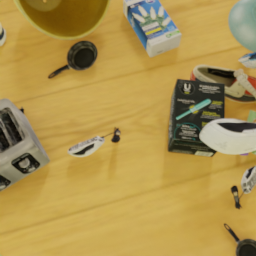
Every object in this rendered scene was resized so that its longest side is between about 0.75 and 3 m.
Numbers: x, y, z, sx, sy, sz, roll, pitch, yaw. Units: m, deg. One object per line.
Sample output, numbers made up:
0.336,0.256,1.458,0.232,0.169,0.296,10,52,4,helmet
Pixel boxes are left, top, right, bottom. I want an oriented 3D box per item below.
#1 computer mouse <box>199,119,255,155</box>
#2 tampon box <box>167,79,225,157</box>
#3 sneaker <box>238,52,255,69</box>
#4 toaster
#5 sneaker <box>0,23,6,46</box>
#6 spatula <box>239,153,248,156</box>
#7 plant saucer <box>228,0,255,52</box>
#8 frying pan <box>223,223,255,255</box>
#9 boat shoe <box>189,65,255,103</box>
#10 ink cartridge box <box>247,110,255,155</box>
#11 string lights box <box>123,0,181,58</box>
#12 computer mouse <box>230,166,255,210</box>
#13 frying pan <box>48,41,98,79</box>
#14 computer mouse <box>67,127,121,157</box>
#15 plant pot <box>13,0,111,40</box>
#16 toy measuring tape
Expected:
2.835,0.319,6.312,2.487,1.364,0.546,2,53,-9,computer mouse
1.794,-0.249,7.494,1.296,1.092,1.729,7,68,3,tampon box
3.722,-1.970,8.248,0.405,1.081,0.468,-40,100,3,sneaker
-3.305,0.428,7.164,1.855,1.217,2.052,-30,71,-12,toaster
-5.354,-2.894,8.509,2.926,1.178,1.118,-19,73,-6,sneaker
3.152,0.254,7.831,0.296,0.108,1.047,-1,68,5,spatula
4.645,-3.536,9.148,2.598,0.500,2.598,0,68,-1,plant saucer
2.704,2.918,6.722,1.182,0.192,0.715,27,69,13,frying pan
2.980,-1.324,8.127,2.363,0.739,0.841,12,67,3,boat shoe
3.947,0.363,7.504,1.877,0.557,0.975,23,71,6,ink cartridge box
0.726,-3.366,9.001,1.059,0.607,2.060,-24,70,-9,string lights box
3.021,1.436,7.192,1.253,0.275,0.687,-41,117,-25,computer mouse
-1.584,-1.925,8.569,1.010,0.272,1.669,34,87,18,frying pan
-0.854,0.443,7.336,1.486,0.815,0.326,-23,107,-1,computer mouse
-2.272,-4.247,8.407,2.934,2.934,2.083,-42,38,-15,plant pot
3.913,-0.921,7.752,0.828,0.828,2.250,-44,94,-16,toy measuring tape
